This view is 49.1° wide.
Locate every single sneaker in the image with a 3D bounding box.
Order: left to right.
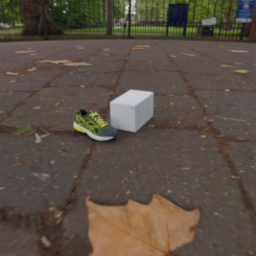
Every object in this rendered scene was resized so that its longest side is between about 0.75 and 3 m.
[{"bbox_3d":[-1.493,-0.175,12.381,2.405,1.018,0.896,17,27,27],"label":"sneaker"}]

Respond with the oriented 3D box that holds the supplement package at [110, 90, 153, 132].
[{"bbox_3d":[0.229,-0.890,13.734,1.338,1.333,2.280,10,25,23],"label":"supplement package"}]
